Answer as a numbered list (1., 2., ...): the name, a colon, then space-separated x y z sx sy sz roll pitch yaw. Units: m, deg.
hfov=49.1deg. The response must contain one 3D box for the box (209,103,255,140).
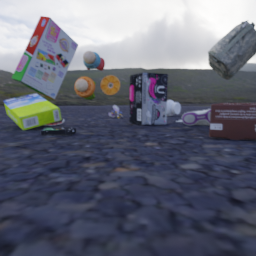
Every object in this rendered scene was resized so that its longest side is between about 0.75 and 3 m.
1. box: 3.196 -0.262 8.119 1.298 0.971 2.592 3 8 24

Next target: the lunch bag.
1. lunch bag: 3.575 -2.667 9.521 1.157 1.661 1.393 48 7 17

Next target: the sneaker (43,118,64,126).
1. sneaker: -3.275 -0.397 11.111 1.481 0.607 0.571 -2 6 -23

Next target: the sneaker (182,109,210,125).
1. sneaker: 3.135 -0.448 11.226 1.843 0.690 0.918 2 6 23

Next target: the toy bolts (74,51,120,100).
1. toy bolts: -1.116 -1.886 9.810 1.558 1.631 1.131 -2 -3 7

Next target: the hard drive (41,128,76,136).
1. hard drive: -2.037 0.106 8.244 0.900 0.170 0.629 1 6 0

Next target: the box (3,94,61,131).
1. box: -3.587 -0.647 10.299 1.413 0.552 2.317 -18 28 -31

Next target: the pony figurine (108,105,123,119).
1. pony figurine: -0.687 -0.824 15.919 0.841 0.725 0.871 33 7 7

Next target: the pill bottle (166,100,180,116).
1. pill bottle: 2.381 -1.266 17.901 1.821 1.020 1.020 5 8 41

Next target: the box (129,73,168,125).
1. box: 0.848 -1.188 11.662 1.184 2.064 1.364 -2 6 -22

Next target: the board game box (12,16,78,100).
1. board game box: -2.158 -1.821 7.537 0.359 1.778 1.361 19 -7 27

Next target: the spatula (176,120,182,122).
1. spatula: 2.855 -0.320 13.003 1.195 0.096 0.831 3 7 24
